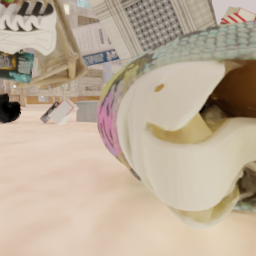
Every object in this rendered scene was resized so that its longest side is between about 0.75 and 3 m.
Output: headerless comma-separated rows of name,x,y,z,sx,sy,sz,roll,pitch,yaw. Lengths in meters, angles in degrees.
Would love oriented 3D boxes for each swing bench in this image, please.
swing bench,-2.607,-2.871,8.862,1.837,2.816,2.831,-21,5,8

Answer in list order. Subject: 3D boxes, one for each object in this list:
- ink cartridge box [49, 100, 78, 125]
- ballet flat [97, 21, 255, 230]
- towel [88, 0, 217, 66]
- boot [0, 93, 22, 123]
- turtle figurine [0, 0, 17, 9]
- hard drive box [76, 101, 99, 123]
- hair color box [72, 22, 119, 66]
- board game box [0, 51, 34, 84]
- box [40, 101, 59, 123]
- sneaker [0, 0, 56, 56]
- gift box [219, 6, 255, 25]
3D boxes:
ink cartridge box,-2.140,-0.537,9.428,0.430,0.748,1.031,42,3,-3
ballet flat,0.774,0.061,1.161,2.921,1.010,1.039,3,24,34
towel,0.348,-2.611,5.590,2.337,2.427,0.419,-12,26,32
boot,-5.351,-0.696,9.409,2.408,1.094,2.866,-3,-3,17
turtle figurine,-2.578,-3.078,6.517,2.433,1.751,2.359,11,-41,-26
hard drive box,-0.683,-0.604,10.376,1.631,0.804,2.093,-5,6,-43
hair color box,-1.202,-3.464,11.495,2.890,1.445,0.875,-12,-17,3
board game box,-3.140,-1.660,7.291,1.221,0.826,0.172,9,-7,-25
box,-2.763,-0.562,9.999,0.267,0.846,1.073,44,-8,-15
sneaker,-2.765,-2.042,5.815,2.593,1.051,0.974,6,48,1
gift box,2.928,-2.364,7.398,1.490,1.375,1.391,16,26,-3
